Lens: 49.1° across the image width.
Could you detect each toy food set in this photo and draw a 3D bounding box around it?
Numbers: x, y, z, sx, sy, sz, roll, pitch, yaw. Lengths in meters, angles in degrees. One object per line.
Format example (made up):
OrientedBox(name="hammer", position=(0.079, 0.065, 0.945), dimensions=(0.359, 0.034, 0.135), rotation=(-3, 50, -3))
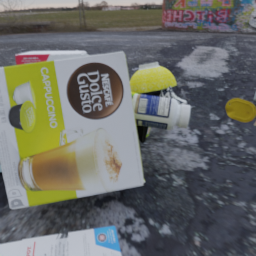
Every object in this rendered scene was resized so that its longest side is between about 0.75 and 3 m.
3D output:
OrientedBox(name="toy food set", position=(3.297, -0.470, 7.940), dimensions=(1.021, 0.601, 0.334), rotation=(26, 18, 26))

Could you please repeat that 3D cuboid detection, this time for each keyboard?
OrientedBox(name="keyboard", position=(0.113, -0.554, 9.043), dimensions=(0.208, 1.286, 2.024), rotation=(-15, 43, -23))

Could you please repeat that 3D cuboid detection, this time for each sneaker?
OrientedBox(name="sneaker", position=(2.187, -1.579, 13.700), dimensions=(1.371, 0.892, 0.547), rotation=(12, 28, 25))

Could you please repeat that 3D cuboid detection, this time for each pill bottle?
OrientedBox(name="pill bottle", position=(0.876, -0.416, 7.749), dimensions=(1.570, 0.871, 0.871), rotation=(9, 25, 6))

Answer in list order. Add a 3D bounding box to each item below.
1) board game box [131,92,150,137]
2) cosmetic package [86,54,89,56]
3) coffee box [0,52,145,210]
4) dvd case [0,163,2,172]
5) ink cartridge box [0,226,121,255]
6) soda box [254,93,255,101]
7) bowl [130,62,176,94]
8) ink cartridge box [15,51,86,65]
OrientedBox(name="board game box", position=(-0.483, -0.728, 10.445), dimensions=(2.849, 1.447, 0.678), rotation=(16, 12, 13))
OrientedBox(name="cosmetic package", position=(-1.989, -2.534, 12.310), dimensions=(1.144, 1.386, 1.143), rotation=(20, 8, -18))
OrientedBox(name="coffee box", position=(-1.329, -0.070, 6.893), dimensions=(2.809, 2.836, 2.840), rotation=(-9, 5, -6))
OrientedBox(name="dvd case", position=(-3.088, 0.235, 8.423), dimensions=(2.811, 2.052, 0.309), rotation=(-5, 2, -12))
OrientedBox(name="ink cartridge box", position=(-1.195, 2.544, 4.803), dimensions=(2.186, 0.741, 1.268), rotation=(-5, 25, -10))
OrientedBox(name="soda box", position=(3.350, -0.987, 6.872), dimensions=(0.240, 0.758, 0.259), rotation=(28, -14, -27))
OrientedBox(name="bowl", position=(1.186, -2.690, 14.785), dimensions=(2.551, 1.373, 2.551), rotation=(-10, 10, 2))
OrientedBox(name="ink cartridge box", position=(-2.397, -1.085, 9.423), dimensions=(2.108, 2.856, 1.223), rotation=(-1, 21, -1))
